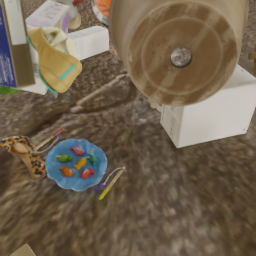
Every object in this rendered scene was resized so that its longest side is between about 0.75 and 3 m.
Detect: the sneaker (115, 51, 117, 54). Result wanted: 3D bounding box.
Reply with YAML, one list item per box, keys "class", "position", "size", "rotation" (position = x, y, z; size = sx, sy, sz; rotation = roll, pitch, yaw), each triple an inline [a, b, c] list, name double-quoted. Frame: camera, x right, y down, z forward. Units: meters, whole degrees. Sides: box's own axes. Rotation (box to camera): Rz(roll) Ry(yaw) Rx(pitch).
- class: "sneaker"
  position: [0.470, -3.306, 10.976]
  size: [1.996, 0.771, 0.781]
  rotation: [-9, 39, -14]

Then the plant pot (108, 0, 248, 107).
- class: "plant pot"
  position: [0.872, -1.618, 4.831]
  size: [2.687, 2.687, 2.331]
  rotation: [3, 35, 4]

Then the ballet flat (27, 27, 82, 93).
- class: "ballet flat"
  position: [-0.758, -0.814, 2.972]
  size: [0.417, 0.454, 1.324]
  rotation: [-41, 44, 8]

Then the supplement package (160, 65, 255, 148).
- class: "supplement package"
  position: [2.003, -0.582, 7.055]
  size: [2.000, 1.558, 1.109]
  rotation: [-11, 41, -14]

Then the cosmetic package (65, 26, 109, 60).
- class: "cosmetic package"
  position: [-1.590, -3.285, 10.850]
  size: [1.654, 0.890, 0.702]
  rotation: [-30, 46, -33]

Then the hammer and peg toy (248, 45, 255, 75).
- class: "hammer and peg toy"
  position: [3.068, -1.212, 4.678]
  size: [1.827, 0.644, 1.343]
  rotation: [8, 18, 29]

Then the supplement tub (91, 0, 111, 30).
- class: "supplement tub"
  position: [-0.214, -2.961, 6.763]
  size: [1.186, 1.186, 1.935]
  rotation: [3, 11, 3]

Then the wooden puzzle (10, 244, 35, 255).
- class: "wooden puzzle"
  position: [-1.184, 2.927, 3.905]
  size: [1.719, 0.204, 2.898]
  rotation: [-13, 41, -15]

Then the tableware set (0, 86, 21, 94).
- class: "tableware set"
  position: [-3.464, -1.513, 5.486]
  size: [2.696, 1.816, 0.414]
  rotation: [12, 48, 5]

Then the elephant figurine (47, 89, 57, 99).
- class: "elephant figurine"
  position: [-2.633, -1.877, 9.092]
  size: [1.187, 1.302, 1.678]
  rotation: [27, 5, -21]

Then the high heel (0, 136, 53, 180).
- class: "high heel"
  position: [-2.448, 0.674, 6.343]
  size: [1.442, 0.515, 1.028]
  rotation: [12, 34, 0]

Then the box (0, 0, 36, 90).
- class: "box"
  position: [-2.536, -1.509, 4.172]
  size: [2.623, 1.589, 0.425]
  rotation: [11, 26, 27]

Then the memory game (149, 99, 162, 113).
- class: "memory game"
  position: [1.255, -0.798, 8.487]
  size: [1.284, 0.082, 1.284]
  rotation: [0, 40, 0]

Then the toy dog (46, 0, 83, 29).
- class: "toy dog"
  position: [-1.664, -3.266, 6.721]
  size: [0.835, 1.734, 1.144]
  rotation: [-32, 14, 25]

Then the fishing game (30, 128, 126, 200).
- class: "fishing game"
  position: [-1.147, 0.737, 6.220]
  size: [1.975, 0.307, 1.414]
  rotation: [33, 47, 16]

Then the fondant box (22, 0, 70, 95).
- class: "fondant box"
  position: [-1.372, -1.395, 4.704]
  size: [0.427, 1.057, 1.465]
  rotation: [12, 36, -9]
